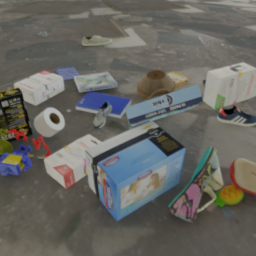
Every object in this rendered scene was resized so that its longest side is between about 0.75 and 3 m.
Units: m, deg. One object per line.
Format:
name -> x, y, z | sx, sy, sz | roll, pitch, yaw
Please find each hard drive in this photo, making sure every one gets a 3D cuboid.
hard drive -> -1.119, -1.100, 12.967 | 2.185, 0.277, 1.442 | 12, 38, 16

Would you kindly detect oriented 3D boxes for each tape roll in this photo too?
tape roll -> -3.022, -0.205, 10.766 | 0.663, 0.965, 0.965 | -30, 23, 30

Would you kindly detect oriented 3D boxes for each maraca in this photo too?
maraca -> 3.012, 2.059, 8.456 | 0.914, 0.489, 0.626 | -22, 30, 4

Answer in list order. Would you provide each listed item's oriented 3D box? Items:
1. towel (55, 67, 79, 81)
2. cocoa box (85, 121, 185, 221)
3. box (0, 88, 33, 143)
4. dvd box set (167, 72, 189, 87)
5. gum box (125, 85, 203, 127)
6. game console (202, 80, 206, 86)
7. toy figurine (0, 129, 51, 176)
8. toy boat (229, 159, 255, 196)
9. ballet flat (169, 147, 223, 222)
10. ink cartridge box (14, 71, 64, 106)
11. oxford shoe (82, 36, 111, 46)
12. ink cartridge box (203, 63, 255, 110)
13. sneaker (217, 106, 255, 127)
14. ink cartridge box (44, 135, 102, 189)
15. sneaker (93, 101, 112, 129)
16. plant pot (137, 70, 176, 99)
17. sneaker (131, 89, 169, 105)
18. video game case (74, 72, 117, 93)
towel -> -3.418, -3.056, 15.823 | 1.095, 0.180, 1.512 | -13, 39, -21
cocoa box -> 0.221, 1.215, 8.522 | 2.521, 1.682, 1.655 | -24, 45, -28
box -> -4.976, -0.261, 10.401 | 2.424, 1.936, 0.598 | -21, 41, -25
dvd box set -> 2.310, -2.556, 15.026 | 1.606, 0.236, 1.175 | -23, 42, -28
gum box -> 1.175, -0.700, 10.194 | 2.445, 0.641, 2.878 | -17, -1, 3
game console -> 4.690, -2.485, 14.451 | 1.354, 0.801, 1.156 | -2, 37, -4
toy figurine -> -4.006, 0.949, 9.420 | 2.351, 1.240, 1.408 | 8, 42, 12
toy boat -> 3.652, 1.615, 8.722 | 1.464, 0.957, 0.955 | 23, 58, -16
ballet flat -> 2.299, 1.760, 8.600 | 1.011, 0.982, 2.842 | 35, 51, 14
ink cartridge box -> -4.347, -1.997, 13.762 | 1.410, 0.797, 1.925 | 22, 41, 28
oxford shoe -> -2.200, -6.211, 19.782 | 2.135, 0.616, 0.803 | -9, 34, -15
ink cartridge box -> 4.955, -2.042, 13.128 | 2.748, 1.609, 0.925 | -16, 39, -21
sneaker -> 4.693, -0.548, 11.831 | 1.702, 0.719, 0.638 | 5, 36, 6
ink cartridge box -> -1.724, 1.082, 9.626 | 1.129, 0.654, 1.939 | 29, 46, 34
sneaker -> -1.151, -0.597, 11.827 | 0.519, 0.574, 1.348 | 13, 58, 17
plant pot -> 1.377, -2.222, 13.811 | 1.950, 0.900, 1.950 | -3, 43, 3
sneaker -> 1.142, -1.022, 12.548 | 2.179, 0.767, 0.823 | -29, 49, -21
video game case -> -1.744, -2.415, 14.595 | 1.930, 0.233, 2.118 | -10, 29, -13
